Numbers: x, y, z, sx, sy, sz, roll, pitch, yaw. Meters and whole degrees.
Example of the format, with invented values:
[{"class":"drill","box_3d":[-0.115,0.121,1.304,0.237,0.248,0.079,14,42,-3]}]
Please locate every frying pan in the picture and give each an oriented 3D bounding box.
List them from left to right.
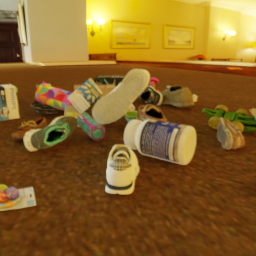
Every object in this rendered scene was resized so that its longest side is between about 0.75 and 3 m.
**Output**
[{"class":"frying pan","box_3d":[-3.649,-0.838,13.020,1.547,0.416,2.557,-2,21,-27]}]

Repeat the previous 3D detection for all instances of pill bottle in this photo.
[{"class":"pill bottle","box_3d":[0.895,0.344,8.099,1.895,1.096,1.096,11,21,31]}]

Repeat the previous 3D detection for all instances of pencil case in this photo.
[{"class":"pencil case","box_3d":[-3.107,-1.345,12.805,2.321,1.026,1.026,21,22,10]},{"class":"pencil case","box_3d":[-1.344,-0.076,9.789,0.577,0.627,1.357,-48,40,-7]}]

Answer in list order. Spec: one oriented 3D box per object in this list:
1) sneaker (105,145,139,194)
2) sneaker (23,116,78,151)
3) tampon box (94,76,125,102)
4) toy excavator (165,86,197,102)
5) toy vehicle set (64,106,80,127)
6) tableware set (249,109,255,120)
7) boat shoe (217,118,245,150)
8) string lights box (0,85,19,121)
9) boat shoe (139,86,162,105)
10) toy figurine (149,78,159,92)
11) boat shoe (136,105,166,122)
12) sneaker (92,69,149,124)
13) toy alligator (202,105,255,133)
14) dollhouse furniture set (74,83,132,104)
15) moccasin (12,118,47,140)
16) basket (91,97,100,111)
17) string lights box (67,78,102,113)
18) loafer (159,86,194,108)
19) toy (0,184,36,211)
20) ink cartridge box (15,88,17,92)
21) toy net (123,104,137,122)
[{"class":"sneaker","box_3d":[-0.134,0.783,7.052,0.858,0.904,2.246,-2,16,-2]},{"class":"sneaker","box_3d":[-2.234,0.170,8.994,0.957,0.814,2.099,-4,21,36]},{"class":"tampon box","box_3d":[-0.886,-2.183,15.727,1.847,1.384,1.166,2,17,5]},{"class":"toy excavator","box_3d":[2.981,-1.827,15.990,1.457,0.749,1.499,-7,31,-16]},{"class":"toy vehicle set","box_3d":[-2.254,-0.479,11.487,0.726,0.155,1.169,7,36,-12]},{"class":"tableware set","box_3d":[5.233,-0.210,10.237,1.710,0.198,1.428,-11,57,-37]},{"class":"boat shoe","box_3d":[3.418,0.206,9.377,0.675,0.712,1.881,5,27,5]},{"class":"string lights box","box_3d":[-6.103,-0.924,11.594,2.789,1.433,0.822,-13,21,-36]},{"class":"boat shoe","box_3d":[1.020,-1.857,15.486,0.806,0.856,2.384,4,17,-22]},{"class":"toy figurine","box_3d":[1.464,-2.377,16.542,0.916,1.123,1.220,6,27,34]},{"class":"boat shoe","box_3d":[0.910,-0.417,10.400,0.965,0.915,2.547,-1,24,-14]},{"class":"sneaker","box_3d":[-0.230,-1.166,10.905,2.782,1.063,1.120,-39,5,18]},{"class":"toy alligator","box_3d":[4.180,-0.134,10.396,2.937,0.706,0.974,17,49,28]},{"class":"dollhouse furniture set","box_3d":[-1.208,-1.465,13.740,2.819,1.248,1.461,-3,17,-6]},{"class":"moccasin","box_3d":[-3.466,0.003,9.950,0.611,0.644,1.670,9,19,24]},{"class":"basket","box_3d":[-1.255,-1.336,13.834,0.941,0.902,1.264,3,17,7]},{"class":"string lights box","box_3d":[-1.829,-1.391,12.040,0.499,0.870,1.692,-32,15,31]},{"class":"loafer","box_3d":[2.409,-1.734,14.747,1.134,1.006,2.983,-9,15,-27]},{"class":"toy","box_3d":[-2.746,1.432,5.882,1.455,0.343,0.838,-7,19,-22]},{"class":"ink cartridge box","box_3d":[-7.269,-1.641,15.059,2.519,0.747,1.308,-7,18,-20]},{"class":"toy net","box_3d":[0.213,-0.766,12.346,1.110,0.408,2.115,-6,28,-14]}]
